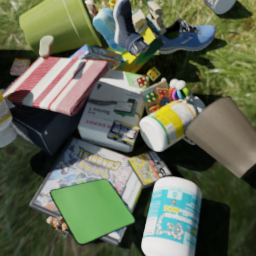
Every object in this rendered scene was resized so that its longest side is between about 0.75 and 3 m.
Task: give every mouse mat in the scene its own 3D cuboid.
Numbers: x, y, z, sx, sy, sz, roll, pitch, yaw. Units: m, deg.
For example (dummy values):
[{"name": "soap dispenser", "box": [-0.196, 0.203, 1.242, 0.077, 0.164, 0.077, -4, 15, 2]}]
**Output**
[{"name": "mouse mat", "box": [-0.900, 2.111, 7.441, 2.068, 0.078, 1.664, -3, 44, -47]}]

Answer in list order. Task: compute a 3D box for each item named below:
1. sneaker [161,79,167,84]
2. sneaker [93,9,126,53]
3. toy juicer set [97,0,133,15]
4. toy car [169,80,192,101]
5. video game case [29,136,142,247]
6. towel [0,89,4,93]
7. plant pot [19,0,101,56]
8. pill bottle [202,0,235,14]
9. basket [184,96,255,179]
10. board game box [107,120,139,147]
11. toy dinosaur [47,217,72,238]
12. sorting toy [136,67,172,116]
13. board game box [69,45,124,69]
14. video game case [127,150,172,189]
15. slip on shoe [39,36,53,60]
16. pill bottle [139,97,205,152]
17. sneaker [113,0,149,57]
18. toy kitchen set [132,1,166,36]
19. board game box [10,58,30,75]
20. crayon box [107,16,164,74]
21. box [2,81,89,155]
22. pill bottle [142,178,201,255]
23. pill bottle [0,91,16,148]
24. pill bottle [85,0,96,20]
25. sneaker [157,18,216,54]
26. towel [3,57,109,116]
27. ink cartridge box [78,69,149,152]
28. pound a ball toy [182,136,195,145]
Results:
[{"name": "sneaker", "box": [1.191, -1.001, 10.225, 0.674, 0.792, 1.791, 5, 58, 1]}, {"name": "sneaker", "box": [-0.516, -3.697, 10.420, 0.662, 1.665, 1.087, -12, 46, 35]}, {"name": "toy juicer set", "box": [-0.450, -5.037, 12.834, 1.558, 0.666, 2.448, -34, 62, -19]}, {"name": "toy car", "box": [1.560, -1.096, 8.714, 0.565, 0.659, 0.754, -46, 31, -7]}, {"name": "video game case", "box": [-1.103, 1.805, 8.689, 2.887, 0.368, 2.609, 19, 60, 12]}, {"name": "towel", "box": [-4.846, -0.816, 10.400, 1.076, 0.303, 1.257, 37, 65, 20]}, {"name": "plant pot", "box": [-2.806, -4.176, 11.394, 2.622, 2.761, 2.761, -20, 59, 5]}, {"name": "pill bottle", "box": [4.057, -6.723, 13.587, 1.263, 1.263, 2.378, -21, 60, -13]}, {"name": "basket", "box": [2.921, 0.353, 8.017, 1.777, 1.341, 1.971, -38, 62, 2]}, {"name": "board game box", "box": [-0.152, 0.154, 8.463, 0.817, 0.232, 0.675, 20, 45, 5]}, {"name": "toy dinosaur", "box": [-1.668, 2.620, 7.496, 0.996, 0.676, 0.509, 22, 58, 27]}, {"name": "sorting toy", "box": [0.956, -0.982, 9.133, 0.925, 1.918, 0.324, -25, 26, -7]}, {"name": "board game box", "box": [-1.198, -2.329, 9.943, 1.886, 1.277, 0.325, -5, 73, -53]}, {"name": "video game case", "box": [0.654, 1.243, 8.648, 0.996, 0.141, 1.102, -18, 48, -19]}, {"name": "slip on shoe", "box": [-2.279, -2.246, 7.819, 0.335, 0.277, 0.905, 1, 55, -3]}, {"name": "pill bottle", "box": [1.481, -0.205, 8.935, 2.062, 1.163, 1.163, -30, 62, -24]}, {"name": "sneaker", "box": [0.130, -2.901, 8.313, 0.639, 1.682, 1.215, -33, 64, -18]}, {"name": "toy kitchen set", "box": [0.611, -4.045, 10.670, 1.241, 1.549, 0.912, -35, 68, 2]}, {"name": "board game box", "box": [-4.445, -2.514, 11.546, 0.604, 0.185, 0.797, 2, 58, 1]}, {"name": "crayon box", "box": [0.055, -3.015, 10.981, 2.496, 0.634, 1.585, -40, 55, 28]}, {"name": "box", "box": [-2.881, -0.710, 9.615, 2.262, 1.426, 2.301, 27, 61, 21]}, {"name": "pill bottle", "box": [1.164, 2.697, 7.531, 1.362, 1.362, 2.459, 12, 59, 8]}, {"name": "pill bottle", "box": [-4.109, -0.543, 7.908, 1.269, 2.221, 1.269, -12, 25, 5]}, {"name": "pill bottle", "box": [-1.836, -5.475, 13.172, 0.628, 0.628, 1.080, 0, 57, 0]}, {"name": "sneaker", "box": [2.445, -3.933, 11.813, 2.714, 1.210, 1.066, -14, 62, -7]}, {"name": "towel", "box": [-2.237, -1.359, 8.539, 2.920, 0.332, 2.103, 12, 54, 30]}, {"name": "ink cartridge box", "box": [-0.436, -0.647, 9.683, 1.838, 1.061, 2.516, 13, 64, 6]}, {"name": "pound a ball toy", "box": [1.980, 0.334, 9.466, 0.598, 0.916, 0.389, -6, 100, -6]}]
